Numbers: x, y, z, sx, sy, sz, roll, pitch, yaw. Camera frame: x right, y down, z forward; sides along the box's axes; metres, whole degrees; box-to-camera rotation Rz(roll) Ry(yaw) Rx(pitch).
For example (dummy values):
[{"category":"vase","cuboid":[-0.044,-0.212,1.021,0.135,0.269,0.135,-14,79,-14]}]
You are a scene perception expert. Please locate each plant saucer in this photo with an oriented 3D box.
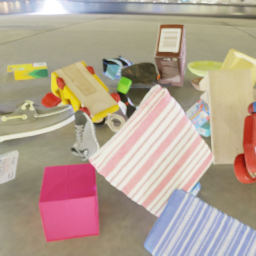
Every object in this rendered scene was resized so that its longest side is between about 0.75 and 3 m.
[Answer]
[{"category":"plant saucer","cuboid":[4.144,-2.989,14.301,2.198,0.342,2.198,-1,27,0]},{"category":"plant saucer","cuboid":[3.501,-1.890,12.300,1.471,0.253,1.471,-1,27,0]},{"category":"plant saucer","cuboid":[3.563,-1.692,8.944,0.307,1.266,1.266,-8,39,-42]}]

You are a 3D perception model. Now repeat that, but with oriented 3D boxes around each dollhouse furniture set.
[{"category":"dollhouse furniture set","cuboid":[3.525,-0.150,8.635,2.844,2.436,2.990,-2,-7,-1]}]

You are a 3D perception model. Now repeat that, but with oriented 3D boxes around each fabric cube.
[{"category":"fabric cube","cuboid":[-1.072,1.370,5.284,0.998,0.979,0.994,-4,28,-9]}]

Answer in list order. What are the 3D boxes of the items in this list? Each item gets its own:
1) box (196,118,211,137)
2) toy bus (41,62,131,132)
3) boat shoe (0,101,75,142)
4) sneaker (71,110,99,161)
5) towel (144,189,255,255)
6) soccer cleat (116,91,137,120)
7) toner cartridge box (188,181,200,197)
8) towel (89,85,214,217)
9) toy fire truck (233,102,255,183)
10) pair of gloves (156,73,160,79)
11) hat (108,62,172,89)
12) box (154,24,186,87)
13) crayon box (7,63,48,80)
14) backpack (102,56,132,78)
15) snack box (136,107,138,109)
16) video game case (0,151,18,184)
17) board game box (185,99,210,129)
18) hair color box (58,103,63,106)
[{"category":"box","cuboid":[2.559,-0.071,8.826,0.412,0.246,1.001,21,34,35]},{"category":"toy bus","cuboid":[-1.311,-0.828,8.941,2.472,1.353,2.619,12,54,-8]},{"category":"boat shoe","cuboid":[-2.816,-0.224,7.349,2.861,0.855,1.023,-15,15,-7]},{"category":"sneaker","cuboid":[-1.207,0.251,7.122,0.490,1.305,0.753,-1,27,40]},{"category":"towel","cuboid":[1.183,1.845,4.490,1.707,0.204,1.236,24,74,38]},{"category":"soccer cleat","cuboid":[-0.009,-0.622,9.263,0.442,0.475,1.297,-27,70,-8]},{"category":"toner cartridge box","cuboid":[0.820,1.189,6.088,1.322,0.285,0.628,23,63,36]},{"category":"towel","cuboid":[0.559,0.557,4.872,1.648,2.252,0.337,-48,38,-5]},{"category":"toy fire truck","cuboid":[3.042,0.278,6.054,1.973,1.656,1.106,1,-14,-38]},{"category":"pair of gloves","cuboid":[1.664,-2.429,13.438,1.265,0.156,1.127,5,27,4]},{"category":"hat","cuboid":[0.450,-2.078,11.114,2.546,1.027,2.546,-1,6,0]},{"category":"box","cuboid":[1.773,-2.838,11.341,1.032,1.379,2.754,6,-13,16]},{"category":"crayon box","cuboid":[-4.924,-2.782,13.753,1.840,0.467,1.168,-8,29,-17]},{"category":"backpack","cuboid":[-0.450,-2.843,13.395,1.233,0.909,1.351,-18,32,-30]},{"category":"snack box","cuboid":[0.924,-0.584,9.822,1.151,0.214,0.669,-6,27,-11]},{"category":"video game case","cuboid":[-2.786,0.928,5.907,0.860,0.943,0.104,-21,60,-42]},{"category":"board game box","cuboid":[1.930,-0.271,8.324,0.292,1.044,1.022,41,25,-9]},{"category":"hair color box","cuboid":[-2.233,-0.669,9.769,0.876,0.284,0.479,11,55,22]}]
